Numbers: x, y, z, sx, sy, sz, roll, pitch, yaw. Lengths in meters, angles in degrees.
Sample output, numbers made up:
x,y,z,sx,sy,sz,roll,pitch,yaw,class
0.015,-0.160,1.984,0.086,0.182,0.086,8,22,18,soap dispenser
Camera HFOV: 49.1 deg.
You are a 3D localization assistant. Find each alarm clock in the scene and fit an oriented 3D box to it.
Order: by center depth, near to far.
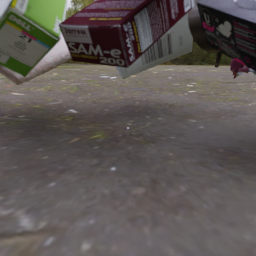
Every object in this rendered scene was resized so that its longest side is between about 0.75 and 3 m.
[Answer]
x,y,z,sx,sy,sz,roll,pitch,yaw,class
2.276,-3.060,6.967,1.814,2.690,0.895,-32,27,-15,alarm clock

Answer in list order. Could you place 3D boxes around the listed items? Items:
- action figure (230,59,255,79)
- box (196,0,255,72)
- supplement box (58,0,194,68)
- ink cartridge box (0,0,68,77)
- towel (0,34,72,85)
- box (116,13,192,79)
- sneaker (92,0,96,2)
x,y,z,sx,sy,sz,roll,pitch,yaw,class
2.696,-1.611,6.660,0.801,1.075,0.720,-13,47,-26,action figure
1.810,-1.538,3.987,0.940,0.816,1.423,-32,40,-1,box
0.091,-2.095,5.177,1.340,0.749,2.461,16,49,34,supplement box
-1.606,-2.625,5.407,2.787,2.060,1.056,-29,-43,36,ink cartridge box
-2.697,-2.236,8.011,2.398,0.405,2.511,30,53,31,towel
0.468,-3.351,8.678,2.567,2.581,1.687,-23,50,-5,box
-0.649,-3.658,6.677,2.139,1.236,0.838,35,19,7,sneaker
